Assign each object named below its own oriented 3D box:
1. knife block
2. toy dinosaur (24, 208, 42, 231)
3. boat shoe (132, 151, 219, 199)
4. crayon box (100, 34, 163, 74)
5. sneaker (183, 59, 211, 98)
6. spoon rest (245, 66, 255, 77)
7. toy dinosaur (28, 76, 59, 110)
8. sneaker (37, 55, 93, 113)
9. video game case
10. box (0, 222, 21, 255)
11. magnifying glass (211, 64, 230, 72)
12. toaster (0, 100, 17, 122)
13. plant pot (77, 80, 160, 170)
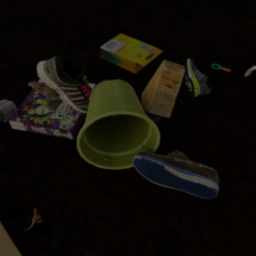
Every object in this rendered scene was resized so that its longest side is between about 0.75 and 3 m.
[{"bbox_3d":[1.006,-1.201,10.483,0.798,2.495,2.190,14,9,-16],"label":"knife block"},{"bbox_3d":[-2.852,2.831,8.557,0.398,0.227,0.750,-14,38,17],"label":"toy dinosaur"},{"bbox_3d":[1.589,1.394,9.368,2.889,1.044,1.046,22,46,6],"label":"boat shoe"},{"bbox_3d":[0.155,-3.696,14.061,2.681,0.681,1.702,30,55,25],"label":"crayon box"},{"bbox_3d":[3.103,-2.275,12.807,0.921,0.841,2.276,0,55,-9],"label":"sneaker"},{"bbox_3d":[6.470,-2.169,12.696,1.138,0.694,2.291,-34,55,-27],"label":"spoon rest"},{"bbox_3d":[-3.006,-1.402,10.341,0.678,1.178,2.329,-45,17,2],"label":"toy dinosaur"},{"bbox_3d":[-1.860,-1.603,10.444,1.307,2.988,1.102,-22,43,36],"label":"sneaker"},{"bbox_3d":[-2.999,-0.925,11.657,2.636,0.521,2.908,10,49,12],"label":"video game case"},{"bbox_3d":[-4.592,3.494,7.858,2.318,0.302,2.836,-34,55,-27],"label":"box"},{"bbox_3d":[4.558,-2.940,13.785,0.918,0.103,0.365,26,53,20],"label":"magnifying glass"},{"bbox_3d":[-5.043,-0.707,11.375,1.123,0.638,0.725,14,44,34],"label":"toaster"},{"bbox_3d":[-0.441,-0.317,9.819,2.662,2.662,2.448,-5,44,-5],"label":"plant pot"}]
